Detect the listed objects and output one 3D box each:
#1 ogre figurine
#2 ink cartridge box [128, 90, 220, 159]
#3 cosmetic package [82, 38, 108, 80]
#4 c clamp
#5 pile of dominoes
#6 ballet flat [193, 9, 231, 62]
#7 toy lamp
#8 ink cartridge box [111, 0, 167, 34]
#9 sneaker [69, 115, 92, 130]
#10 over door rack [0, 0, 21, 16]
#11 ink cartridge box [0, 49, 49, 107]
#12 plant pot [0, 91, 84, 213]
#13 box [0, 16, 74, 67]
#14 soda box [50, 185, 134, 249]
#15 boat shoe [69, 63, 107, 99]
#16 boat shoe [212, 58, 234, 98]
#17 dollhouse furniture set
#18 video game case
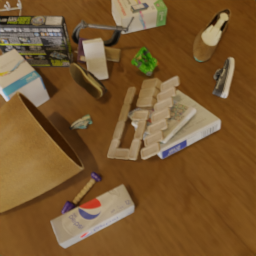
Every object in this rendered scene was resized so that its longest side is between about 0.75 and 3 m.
[{"bbox_3d":[0.636,-2.436,10.332,0.707,1.442,0.864,-42,104,16],"label":"ogre figurine"},{"bbox_3d":[1.400,-0.215,9.162,2.203,0.486,2.244,-25,40,-14],"label":"ink cartridge box"},{"bbox_3d":[-1.172,-2.440,10.079,0.692,1.365,0.486,-11,32,-8],"label":"cosmetic package"},{"bbox_3d":[-0.974,-3.454,9.982,2.043,1.745,0.277,-3,72,-15],"label":"c clamp"},{"bbox_3d":[0.540,-0.235,8.561,2.098,0.429,2.692,0,68,47],"label":"pile of dominoes"},{"bbox_3d":[3.413,-3.818,11.092,0.933,0.995,2.750,36,64,1],"label":"ballet flat"},{"bbox_3d":[-1.345,1.931,8.086,0.420,0.420,1.442,33,66,18],"label":"toy lamp"},{"bbox_3d":[0.435,-4.939,11.864,2.007,0.878,1.458,-16,62,-8],"label":"ink cartridge box"},{"bbox_3d":[-1.545,-0.121,9.273,0.853,0.331,0.368,-34,93,-32],"label":"sneaker"},{"bbox_3d":[-5.202,-4.934,12.077,1.144,0.516,1.548,-10,60,-5],"label":"over door rack"},{"bbox_3d":[-3.821,-1.545,9.634,1.244,1.249,1.703,-38,67,-20],"label":"ink cartridge box"},{"bbox_3d":[-3.211,0.973,7.560,2.943,2.742,2.742,-39,66,-7],"label":"plant pot"},{"bbox_3d":[-3.370,-3.059,10.115,2.473,1.981,0.547,0,60,1],"label":"box"},{"bbox_3d":[-0.919,2.397,7.615,2.159,0.737,0.685,-24,62,-13],"label":"soda box"},{"bbox_3d":[-1.384,-1.647,9.670,1.624,0.594,0.526,48,45,13],"label":"boat shoe"},{"bbox_3d":[3.448,-1.901,10.258,0.596,0.631,1.760,16,68,8],"label":"boat shoe"},{"bbox_3d":[-1.275,-2.671,10.972,1.715,1.359,1.217,5,15,-23],"label":"dollhouse furniture set"},{"bbox_3d":[1.055,-0.322,8.583,1.411,0.184,1.550,-44,40,-14],"label":"video game case"}]
